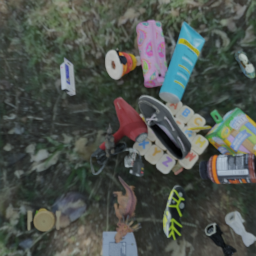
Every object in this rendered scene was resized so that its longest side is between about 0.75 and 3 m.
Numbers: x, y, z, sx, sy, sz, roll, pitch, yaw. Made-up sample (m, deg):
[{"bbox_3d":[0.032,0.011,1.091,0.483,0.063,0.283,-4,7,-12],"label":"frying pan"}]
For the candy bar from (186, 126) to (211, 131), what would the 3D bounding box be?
[{"bbox_3d":[2.467,0.018,9.704,0.946,0.236,0.105,-5,96,-23],"label":"candy bar"}]

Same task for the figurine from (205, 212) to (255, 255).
[{"bbox_3d":[3.406,3.558,9.177,1.280,0.551,1.249,-37,98,13],"label":"figurine"}]

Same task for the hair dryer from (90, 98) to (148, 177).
[{"bbox_3d":[-0.345,0.250,9.504,2.106,0.751,2.765,2,73,22],"label":"hair dryer"}]

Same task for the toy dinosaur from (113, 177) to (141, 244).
[{"bbox_3d":[-0.025,2.577,8.949,0.821,1.297,1.914,3,97,-10],"label":"toy dinosaur"}]

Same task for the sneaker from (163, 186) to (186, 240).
[{"bbox_3d":[1.447,2.764,9.311,0.656,0.665,1.740,13,88,-22],"label":"sneaker"}]

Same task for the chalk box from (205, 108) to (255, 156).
[{"bbox_3d":[3.528,0.200,9.516,1.957,1.218,1.212,43,84,6],"label":"chalk box"}]

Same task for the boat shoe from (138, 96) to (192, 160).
[{"bbox_3d":[1.145,0.017,8.927,2.427,0.811,0.692,47,46,-11],"label":"boat shoe"}]

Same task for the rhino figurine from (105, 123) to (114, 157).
[{"bbox_3d":[-0.615,0.385,9.217,0.325,0.475,1.086,-1,101,-4],"label":"rhino figurine"}]

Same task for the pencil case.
[{"bbox_3d":[0.894,-2.613,10.028,1.010,1.010,2.310,-7,83,-1],"label":"pencil case"}]

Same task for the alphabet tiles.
[{"bbox_3d":[1.461,0.218,9.814,2.538,0.185,2.482,38,76,11],"label":"alphabet tiles"}]

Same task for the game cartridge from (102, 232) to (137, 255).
[{"bbox_3d":[-0.277,4.399,9.363,1.175,0.357,1.763,1,82,3],"label":"game cartridge"}]

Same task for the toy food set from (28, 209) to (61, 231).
[{"bbox_3d":[-2.873,3.160,9.622,1.091,0.219,0.753,2,89,-5],"label":"toy food set"}]

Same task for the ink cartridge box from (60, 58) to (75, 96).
[{"bbox_3d":[-2.116,-1.788,9.805,0.224,0.573,1.210,-12,72,19],"label":"ink cartridge box"}]

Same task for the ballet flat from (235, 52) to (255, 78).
[{"bbox_3d":[4.332,-2.330,10.308,0.415,0.415,1.118,-34,83,-5],"label":"ballet flat"}]

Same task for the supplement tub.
[{"bbox_3d":[3.097,1.273,8.669,1.656,0.886,0.886,-9,80,33],"label":"supplement tub"}]

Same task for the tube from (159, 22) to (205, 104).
[{"bbox_3d":[1.852,-2.195,9.572,1.087,0.707,2.807,32,71,-31],"label":"tube"}]

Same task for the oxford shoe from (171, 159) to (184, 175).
[{"bbox_3d":[1.943,1.178,9.806,1.042,0.369,0.385,-40,82,-6],"label":"oxford shoe"}]

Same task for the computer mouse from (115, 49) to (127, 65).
[{"bbox_3d":[-0.195,-2.214,8.645,0.173,0.753,0.529,-24,109,-5],"label":"computer mouse"}]

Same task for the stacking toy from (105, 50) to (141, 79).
[{"bbox_3d":[-0.037,-2.362,10.058,1.373,1.003,1.003,-20,81,-30],"label":"stacking toy"}]
